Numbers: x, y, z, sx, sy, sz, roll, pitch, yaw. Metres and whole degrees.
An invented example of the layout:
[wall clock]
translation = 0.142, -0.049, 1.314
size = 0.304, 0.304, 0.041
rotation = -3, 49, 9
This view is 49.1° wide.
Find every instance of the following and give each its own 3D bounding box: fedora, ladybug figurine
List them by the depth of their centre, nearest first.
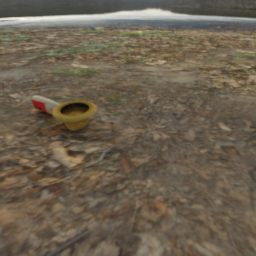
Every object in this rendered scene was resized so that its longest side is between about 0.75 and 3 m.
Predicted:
[fedora]
translation = -2.001, -0.427, 10.688
size = 1.807, 0.737, 1.807
rotation = -1, 28, 0
[ladybug figurine]
translation = -3.467, -0.942, 11.689
size = 1.458, 0.525, 0.990
rotation = 18, -5, 34
